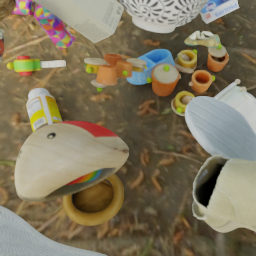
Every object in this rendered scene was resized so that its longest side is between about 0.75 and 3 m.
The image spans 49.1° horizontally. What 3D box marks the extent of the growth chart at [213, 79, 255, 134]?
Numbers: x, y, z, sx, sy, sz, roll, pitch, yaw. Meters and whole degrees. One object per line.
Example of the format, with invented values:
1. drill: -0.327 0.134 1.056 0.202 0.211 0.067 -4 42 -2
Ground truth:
1. growth chart: 3.366 -0.263 8.003 1.708 0.209 2.361 -31 66 -15

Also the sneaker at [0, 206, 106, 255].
1. sneaker: -1.553 1.972 3.859 2.724 1.574 1.004 29 46 -10

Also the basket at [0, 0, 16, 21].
1. basket: -3.511 -3.071 6.176 1.786 1.330 1.274 -29 87 -19

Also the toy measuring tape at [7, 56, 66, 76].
1. toy measuring tape: -2.864 -1.945 8.670 1.781 0.655 0.655 -2 61 -2

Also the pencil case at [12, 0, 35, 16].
1. pencil case: -4.043 -4.408 10.073 1.328 0.587 0.587 6 62 4

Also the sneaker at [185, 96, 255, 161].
1. sneaker: 2.066 0.529 5.309 0.972 0.943 2.663 -38 74 -15

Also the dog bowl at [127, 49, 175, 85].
1. dog bowl: 0.671 -1.927 8.639 1.626 0.403 0.906 -30 45 -15

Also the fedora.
1. fedora: -0.796 1.668 6.723 1.473 0.601 1.473 -4 62 7

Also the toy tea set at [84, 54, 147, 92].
1. toy tea set: -0.345 -1.098 5.858 1.040 0.647 1.750 18 26 21

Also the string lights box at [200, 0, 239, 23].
1. string lights box: 2.265 -4.041 7.755 0.974 1.896 0.559 -24 28 14

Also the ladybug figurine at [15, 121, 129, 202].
1. ladybug figurine: -0.906 0.514 4.745 1.744 2.569 0.924 -30 76 6

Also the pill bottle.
1. pill bottle: -2.310 -0.371 7.722 0.800 0.800 1.465 -19 63 -10

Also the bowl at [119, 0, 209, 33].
1. bowl: 0.741 -3.118 6.877 2.539 1.192 2.539 9 37 -7

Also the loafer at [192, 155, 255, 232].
1. loafer: 1.426 0.906 4.138 0.932 2.730 1.033 32 74 8

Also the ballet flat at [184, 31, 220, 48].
1. ballet flat: 1.667 -2.053 6.391 0.343 0.343 0.969 -38 38 -19

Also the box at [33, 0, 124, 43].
1. box: -1.281 -2.845 5.984 2.286 0.939 0.782 29 73 -34

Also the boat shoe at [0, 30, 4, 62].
1. boat shoe: -2.473 -1.493 4.968 0.571 0.502 1.605 -6 25 -27

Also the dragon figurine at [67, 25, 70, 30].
1. dragon figurine: -2.552 -4.285 9.913 0.702 1.185 2.384 -34 86 -19

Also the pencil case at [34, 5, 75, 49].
1. pencil case: -1.888 -2.613 7.259 0.566 1.280 0.566 -5 71 14

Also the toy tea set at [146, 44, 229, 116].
1. toy tea set: 1.882 -1.757 8.343 1.660 1.033 2.792 34 67 17
